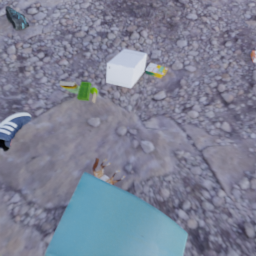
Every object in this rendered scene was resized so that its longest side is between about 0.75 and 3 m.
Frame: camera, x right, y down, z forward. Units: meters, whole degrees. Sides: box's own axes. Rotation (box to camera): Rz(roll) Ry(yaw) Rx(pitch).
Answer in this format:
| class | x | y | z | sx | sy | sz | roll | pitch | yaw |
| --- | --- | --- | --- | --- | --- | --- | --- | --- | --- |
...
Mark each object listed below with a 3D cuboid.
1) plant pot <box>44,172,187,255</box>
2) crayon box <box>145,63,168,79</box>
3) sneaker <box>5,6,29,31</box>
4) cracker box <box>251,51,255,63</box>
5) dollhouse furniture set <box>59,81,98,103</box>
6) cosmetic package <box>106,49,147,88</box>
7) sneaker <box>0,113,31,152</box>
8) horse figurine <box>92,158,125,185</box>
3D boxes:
| class | x | y | z | sx | sy | sz | roll | pitch | yaw |
| --- | --- | --- | --- | --- | --- | --- | --- | --- | --- |
| plant pot | -0.153 | 2.634 | 6.516 | 2.666 | 1.884 | 1.883 | 20 | 60 | 6 |
| crayon box | 1.179 | -2.329 | 11.470 | 0.814 | 0.210 | 0.512 | 21 | 55 | 16 |
| sneaker | -5.427 | -5.314 | 13.611 | 0.701 | 0.667 | 1.770 | -20 | 60 | -32 |
| cracker box | 5.730 | -3.045 | 12.011 | 0.785 | 0.226 | 0.526 | 3 | 52 | 2 |
| dollhouse furniture set | -1.856 | -1.244 | 10.192 | 1.264 | 0.828 | 0.634 | 6 | 77 | 15 |
| cosmetic package | -0.033 | -2.318 | 10.710 | 1.033 | 0.815 | 1.920 | 15 | 35 | 12 |
| sneaker | -3.764 | 0.234 | 8.787 | 0.832 | 0.738 | 1.970 | 46 | 50 | 9 |
| horse figurine | -0.671 | 1.439 | 8.412 | 1.170 | 0.292 | 0.775 | 42 | 78 | 8 |
